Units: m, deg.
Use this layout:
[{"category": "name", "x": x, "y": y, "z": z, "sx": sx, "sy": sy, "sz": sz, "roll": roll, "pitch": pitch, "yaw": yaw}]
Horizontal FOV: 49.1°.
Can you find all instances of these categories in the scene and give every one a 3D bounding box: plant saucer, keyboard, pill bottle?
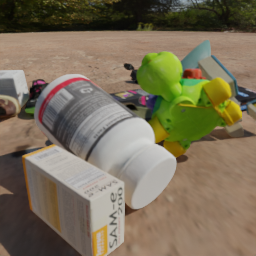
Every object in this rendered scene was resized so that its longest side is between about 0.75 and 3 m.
[{"category": "plant saucer", "x": 2.250, "y": -2.112, "z": 10.848, "sx": 0.510, "sy": 2.839, "sz": 2.839, "roll": 46, "pitch": 37, "yaw": 8}, {"category": "keyboard", "x": 0.427, "y": -1.827, "z": 10.344, "sx": 1.514, "sy": 0.323, "sz": 2.521, "roll": 43, "pitch": 11, "yaw": -4}, {"category": "pill bottle", "x": -0.489, "y": 0.219, "z": 5.576, "sx": 1.574, "sy": 1.574, "sz": 2.843, "roll": -21, "pitch": 48, "yaw": -40}]

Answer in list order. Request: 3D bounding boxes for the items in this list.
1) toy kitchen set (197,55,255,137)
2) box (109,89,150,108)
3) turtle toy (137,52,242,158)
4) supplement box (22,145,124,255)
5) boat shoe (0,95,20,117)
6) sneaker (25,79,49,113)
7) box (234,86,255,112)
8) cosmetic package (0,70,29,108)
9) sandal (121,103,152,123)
[{"category": "toy kitchen set", "x": 3.117, "y": -1.048, "z": 7.570, "sx": 1.725, "sy": 2.154, "sz": 1.269, "roll": -26, "pitch": 44, "yaw": 6}, {"category": "box", "x": 0.005, "y": -0.651, "z": 8.908, "sx": 1.442, "sy": 0.881, "sz": 0.765, "roll": -14, "pitch": 29, "yaw": -29}, {"category": "turtle toy", "x": 1.167, "y": -0.584, "z": 6.179, "sx": 1.964, "sy": 2.694, "sz": 1.362, "roll": -33, "pitch": 51, "yaw": 16}, {"category": "supplement box", "x": -0.905, "y": 1.115, "z": 4.495, "sx": 1.792, "sy": 1.129, "sz": 0.659, "roll": 21, "pitch": 30, "yaw": 39}, {"category": "boat shoe", "x": -4.792, "y": -0.731, "z": 9.259, "sx": 2.314, "sy": 0.835, "sz": 0.833, "roll": 11, "pitch": 24, "yaw": 11}, {"category": "sneaker", "x": -3.220, "y": -1.168, "z": 9.969, "sx": 0.920, "sy": 1.004, "sz": 2.397, "roll": -7, "pitch": 24, "yaw": -16}, {"category": "box", "x": 3.589, "y": -1.201, "z": 10.660, "sx": 2.240, "sy": 0.561, "sz": 2.257, "roll": -13, "pitch": 27, "yaw": -26}, {"category": "cosmetic package", "x": -4.324, "y": -1.413, "z": 10.231, "sx": 0.952, "sy": 1.154, "sz": 0.951, "roll": -2, "pitch": 29, "yaw": 4}, {"category": "sandal", "x": -0.088, "y": -0.262, "z": 7.486, "sx": 2.981, "sy": 0.851, "sz": 1.184, "roll": -4, "pitch": 61, "yaw": -11}]
